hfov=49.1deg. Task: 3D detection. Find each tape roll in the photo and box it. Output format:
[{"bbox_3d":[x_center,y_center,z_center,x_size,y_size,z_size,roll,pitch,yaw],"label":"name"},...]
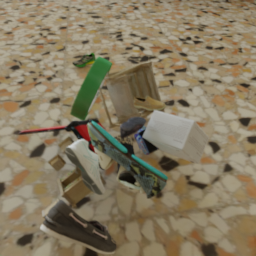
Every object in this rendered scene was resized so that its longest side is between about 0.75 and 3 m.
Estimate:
[{"bbox_3d":[-1.459,-1.536,11.135,0.620,2.581,2.581,26,41,-7],"label":"tape roll"}]

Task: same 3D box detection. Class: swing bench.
[{"bbox_3d":[0.092,-1.303,11.336,2.168,2.156,1.407,-26,18,-30],"label":"swing bench"}]

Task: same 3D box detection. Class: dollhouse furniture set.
[{"bbox_3d":[-2.065,1.459,8.394,2.013,1.780,1.119,-37,28,-5],"label":"dollhouse furniture set"}]

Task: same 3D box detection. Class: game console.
[{"bbox_3d":[-1.682,0.560,9.191,1.652,2.784,2.399,-37,87,9],"label":"game console"}]

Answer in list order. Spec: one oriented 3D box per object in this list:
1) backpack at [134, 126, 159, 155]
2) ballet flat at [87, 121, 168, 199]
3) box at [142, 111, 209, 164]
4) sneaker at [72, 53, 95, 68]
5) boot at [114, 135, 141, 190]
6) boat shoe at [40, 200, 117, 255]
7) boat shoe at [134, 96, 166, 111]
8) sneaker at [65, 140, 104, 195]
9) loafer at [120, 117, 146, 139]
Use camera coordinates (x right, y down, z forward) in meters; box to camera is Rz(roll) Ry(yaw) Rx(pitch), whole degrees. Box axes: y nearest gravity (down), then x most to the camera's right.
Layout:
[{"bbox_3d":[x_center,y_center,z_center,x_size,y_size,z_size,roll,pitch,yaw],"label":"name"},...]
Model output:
[{"bbox_3d":[0.618,0.419,10.330,0.654,0.887,0.972,-27,29,-7],"label":"backpack"},{"bbox_3d":[-0.190,0.880,7.013,2.510,0.932,0.932,38,48,2],"label":"ballet flat"},{"bbox_3d":[1.333,0.265,7.711,1.301,1.295,0.851,18,79,38],"label":"box"},{"bbox_3d":[-2.515,-3.864,15.826,1.462,0.623,0.570,-29,48,-29],"label":"sneaker"},{"bbox_3d":[0.075,1.062,8.307,0.647,1.769,1.332,-22,61,17],"label":"boot"},{"bbox_3d":[-0.963,2.491,6.880,0.884,2.643,0.753,14,71,40],"label":"boat shoe"},{"bbox_3d":[0.738,-0.918,10.169,1.296,0.493,0.464,7,32,32],"label":"boat shoe"},{"bbox_3d":[-0.970,1.033,7.346,0.572,1.627,0.652,-8,24,45],"label":"sneaker"},{"bbox_3d":[0.103,-0.017,7.284,0.385,0.338,1.072,27,27,23],"label":"loafer"}]
